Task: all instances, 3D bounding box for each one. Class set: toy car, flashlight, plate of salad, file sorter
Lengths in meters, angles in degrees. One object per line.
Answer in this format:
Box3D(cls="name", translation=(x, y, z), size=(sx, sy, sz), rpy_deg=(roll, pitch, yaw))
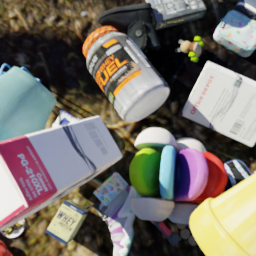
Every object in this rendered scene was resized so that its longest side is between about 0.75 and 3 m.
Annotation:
Box3D(cls="toy car", translation=(1.471, 1.323, 7.643), size=(2.844, 2.132, 2.489), rpy_deg=(17, 70, -31))
Box3D(cls="toy car", translation=(2.071, -2.756, 9.701), size=(0.840, 0.662, 0.690), rpy_deg=(19, 88, 29))
Box3D(cls="flashlight", translation=(1.082, 2.992, 8.541), size=(0.425, 0.424, 1.251), rpy_deg=(-45, 81, -4))
Box3D(cls="plate of salad", translation=(-3.607, 2.999, 8.657), size=(0.784, 0.188, 0.784), rpy_deg=(0, 79, 0))
Box3D(cls="file sorter", translation=(-4.368, -1.183, 8.851), size=(2.437, 1.495, 1.691), rpy_deg=(11, 79, 2))

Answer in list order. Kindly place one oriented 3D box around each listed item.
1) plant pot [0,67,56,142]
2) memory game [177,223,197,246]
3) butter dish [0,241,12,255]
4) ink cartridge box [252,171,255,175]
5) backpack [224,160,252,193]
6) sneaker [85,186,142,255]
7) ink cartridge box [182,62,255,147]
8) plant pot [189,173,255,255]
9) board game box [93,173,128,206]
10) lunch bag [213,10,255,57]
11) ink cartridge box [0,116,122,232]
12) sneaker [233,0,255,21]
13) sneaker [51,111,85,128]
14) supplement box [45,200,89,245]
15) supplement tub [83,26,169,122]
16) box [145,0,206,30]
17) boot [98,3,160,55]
Box3D(cls="plant pot", translation=(-2.987, -0.368, 7.165), size=(2.114, 2.114, 1.986), rpy_deg=(35, 75, 7))
Box3D(cls="memory game", translation=(2.234, 2.944, 8.716), size=(1.479, 0.094, 1.479), rpy_deg=(0, 79, 0))
Box3D(cls="butter dish", translation=(-4.077, 3.977, 7.696), size=(2.617, 1.940, 2.624), rpy_deg=(5, 121, 6))
Box3D(cls="ink cartridge box", translation=(3.720, 2.139, 8.858), size=(1.535, 0.285, 0.727), rpy_deg=(-42, 75, -1))
Box3D(cls="backpack", translation=(3.289, 1.580, 8.590), size=(0.961, 0.708, 1.052), rpy_deg=(-23, 65, -5))
Box3D(cls="sneaker", translation=(-0.559, 2.713, 8.313), size=(1.557, 0.865, 2.226), rpy_deg=(14, 76, 0))
Box3D(cls="ink cartridge box", translation=(3.105, -0.759, 8.629), size=(2.372, 0.985, 1.739), rpy_deg=(26, 117, 4))
Box3D(cls="plant pot", translation=(2.756, 2.102, 6.245), size=(2.041, 2.041, 1.920), rpy_deg=(40, 105, 7))
Box3D(cls="board game box", translation=(-0.487, 1.670, 7.684), size=(0.832, 0.428, 0.436), rpy_deg=(-42, 97, -16))
Box3D(cls="lunch bag", translation=(3.854, -3.327, 9.743), size=(1.542, 0.594, 1.237), rpy_deg=(34, 80, 7))
Box3D(cls="ink cartridge box", translation=(-1.781, 0.959, 5.965), size=(2.084, 2.879, 1.214), rpy_deg=(-36, 82, 31))
Box3D(cls="sneaker", translation=(5.070, -3.845, 9.676), size=(2.653, 0.931, 1.088), rpy_deg=(37, 84, 6))
Box3D(cls="sneaker", translation=(-1.797, -0.180, 9.073), size=(1.605, 0.648, 0.927), rpy_deg=(-16, 81, -2))
Box3D(cls="supplement box", translation=(-1.762, 2.752, 8.272), size=(0.675, 1.005, 1.004), rpy_deg=(29, 77, 7))
Box3D(cls="supplement tub", translation=(-0.152, -1.706, 8.729), size=(1.709, 1.709, 2.790), rpy_deg=(-33, 71, -6))
Box3D(cls="box", translation=(1.531, -4.879, 10.057), size=(1.837, 0.594, 2.330), rpy_deg=(-16, 80, -4))
Box3D(cls="boot", translation=(0.009, -3.237, 9.621), size=(2.000, 0.764, 1.681), rpy_deg=(-9, 86, 9))
